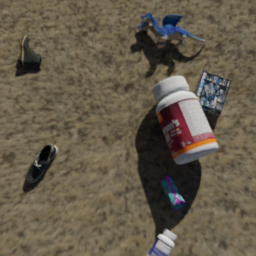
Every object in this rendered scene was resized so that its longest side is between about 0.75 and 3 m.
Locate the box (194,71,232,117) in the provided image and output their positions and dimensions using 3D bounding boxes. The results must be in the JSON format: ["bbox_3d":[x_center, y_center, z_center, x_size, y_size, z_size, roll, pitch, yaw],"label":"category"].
[{"bbox_3d":[3.337,-1.397,11.308,1.257,0.364,1.581,21,74,6],"label":"box"}]

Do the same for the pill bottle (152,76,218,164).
[{"bbox_3d":[1.982,-0.294,10.313,1.619,1.619,2.955,-18,73,-5],"label":"pill bottle"}]

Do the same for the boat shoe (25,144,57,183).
[{"bbox_3d":[-3.295,1.297,10.393,0.585,0.551,1.629,34,81,7],"label":"boat shoe"}]

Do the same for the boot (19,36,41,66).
[{"bbox_3d":[-4.058,-3.225,11.860,0.890,0.499,1.287,3,86,-4],"label":"boot"}]

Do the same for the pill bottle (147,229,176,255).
[{"bbox_3d":[1.166,4.052,9.511,0.627,0.627,1.129,32,75,9],"label":"pill bottle"}]

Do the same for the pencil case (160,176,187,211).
[{"bbox_3d":[1.560,2.290,9.834,0.506,0.550,1.190,-11,40,-14],"label":"pencil case"}]

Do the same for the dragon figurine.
[{"bbox_3d":[1.865,-4.213,11.907,2.940,0.865,1.461,-3,73,0],"label":"dragon figurine"}]
